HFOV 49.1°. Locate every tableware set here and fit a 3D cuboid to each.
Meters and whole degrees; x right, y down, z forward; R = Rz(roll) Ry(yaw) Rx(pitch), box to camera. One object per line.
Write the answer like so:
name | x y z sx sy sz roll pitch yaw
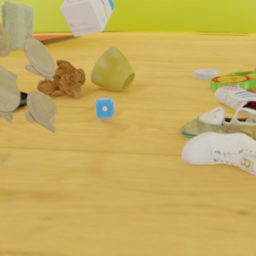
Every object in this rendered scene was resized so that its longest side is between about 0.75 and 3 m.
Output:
tableware set | -2.005 -1.025 5.177 0.270 2.331 1.947 -23 -28 21

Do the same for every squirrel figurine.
squirrel figurine | -2.946 -2.012 12.267 2.020 1.429 1.885 12 33 32

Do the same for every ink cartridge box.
ink cartridge box | -1.404 -4.241 9.902 1.191 1.170 1.617 -3 50 24

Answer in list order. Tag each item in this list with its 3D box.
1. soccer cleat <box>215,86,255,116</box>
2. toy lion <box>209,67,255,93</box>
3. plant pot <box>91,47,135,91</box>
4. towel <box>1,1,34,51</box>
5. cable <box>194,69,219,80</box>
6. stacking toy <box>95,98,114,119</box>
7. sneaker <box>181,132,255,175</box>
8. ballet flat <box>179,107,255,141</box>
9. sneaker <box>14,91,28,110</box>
soccer cleat | 4.190 -1.042 10.648 1.019 0.825 2.361 -24 31 -32
toy lion | 5.405 -2.304 13.654 2.724 0.976 2.842 2 22 24
plant pot | -0.538 -2.512 13.035 1.430 2.014 2.014 36 35 13
towel | -2.937 -2.684 7.510 0.224 1.228 0.911 19 20 35
cable | 4.316 -2.986 15.602 1.212 0.419 1.211 14 29 30
stacking toy | -0.885 -0.775 10.454 0.678 0.717 1.236 -4 10 -6
sneaker | 2.501 0.640 6.827 2.166 0.798 1.252 -8 22 -20
ballet flat | 3.052 -0.155 8.435 2.919 1.032 1.032 5 24 12
sneaker | -4.428 -0.998 10.647 1.044 0.730 2.100 3 23 4
